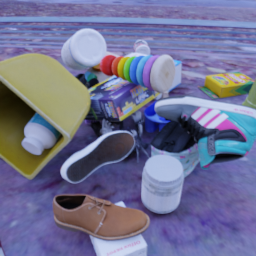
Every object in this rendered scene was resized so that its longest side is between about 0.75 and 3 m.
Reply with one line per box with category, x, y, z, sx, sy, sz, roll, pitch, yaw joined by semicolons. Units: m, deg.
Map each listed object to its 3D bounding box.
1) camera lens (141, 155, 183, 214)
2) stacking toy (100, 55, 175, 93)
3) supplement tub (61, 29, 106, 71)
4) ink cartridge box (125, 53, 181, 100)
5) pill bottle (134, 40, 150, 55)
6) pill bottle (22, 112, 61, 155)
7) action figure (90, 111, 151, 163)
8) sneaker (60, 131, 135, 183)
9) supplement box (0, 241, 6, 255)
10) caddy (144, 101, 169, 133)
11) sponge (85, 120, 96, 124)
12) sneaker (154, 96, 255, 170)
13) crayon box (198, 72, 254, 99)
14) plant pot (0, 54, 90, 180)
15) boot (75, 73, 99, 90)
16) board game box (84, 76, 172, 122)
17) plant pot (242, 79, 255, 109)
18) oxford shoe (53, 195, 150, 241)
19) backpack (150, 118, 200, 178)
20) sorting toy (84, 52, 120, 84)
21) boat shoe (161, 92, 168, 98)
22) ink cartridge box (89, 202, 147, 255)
camera lens;0.836;1.418;6.949;0.989;1.236;0.989;0;37;0
stacking toy;0.109;-1.787;8.468;2.501;1.068;1.068;18;37;34
supplement tub;-1.957;-3.288;12.056;1.495;1.495;2.265;-14;11;-21
ink cartridge box;0.803;-2.536;13.208;2.786;1.196;2.040;21;41;36
pill bottle;0.824;-4.897;17.348;0.889;0.889;1.607;-2;33;-4
pill bottle;-2.377;-0.061;8.227;0.958;0.958;1.728;12;51;17
action figure;-0.252;0.123;9.134;1.502;1.289;2.527;-20;33;-30
sneaker;-0.846;0.676;7.408;2.149;0.782;0.910;-26;10;-28
supplement box;-3.425;2.809;4.853;2.392;1.320;1.024;-2;32;-5
caddy;1.409;-0.490;10.338;1.355;1.006;1.917;20;38;30
sponge;-1.450;-0.595;10.682;0.461;0.826;0.123;-10;4;-21
sneaker;1.873;0.198;7.212;2.727;1.140;1.647;10;72;19
crayon box;4.623;-2.015;13.128;2.281;0.579;1.448;-11;34;-15
plant pot;-2.590;-0.627;8.156;2.534;2.550;2.609;42;39;-9
boot;-1.610;-1.741;10.684;0.479;0.952;1.274;-1;45;27
board game box;-0.270;-1.239;9.902;2.410;0.827;2.916;2;29;45
plant pot;5.596;-1.433;11.352;1.587;1.507;1.587;0;32;0
oxford shoe;-0.618;1.820;5.923;2.157;0.769;0.769;3;33;9
backpack;1.586;0.530;8.462;1.726;1.309;2.068;9;33;37
sorting toy;-1.064;-2.288;12.517;2.581;0.509;2.789;29;72;37
boat shoe;1.538;-1.079;11.288;0.307;0.832;0.288;-18;35;-4
ink cartridge box;-0.301;2.406;6.192;0.978;0.567;1.325;-14;36;-18
